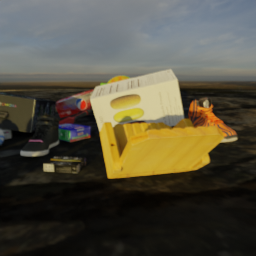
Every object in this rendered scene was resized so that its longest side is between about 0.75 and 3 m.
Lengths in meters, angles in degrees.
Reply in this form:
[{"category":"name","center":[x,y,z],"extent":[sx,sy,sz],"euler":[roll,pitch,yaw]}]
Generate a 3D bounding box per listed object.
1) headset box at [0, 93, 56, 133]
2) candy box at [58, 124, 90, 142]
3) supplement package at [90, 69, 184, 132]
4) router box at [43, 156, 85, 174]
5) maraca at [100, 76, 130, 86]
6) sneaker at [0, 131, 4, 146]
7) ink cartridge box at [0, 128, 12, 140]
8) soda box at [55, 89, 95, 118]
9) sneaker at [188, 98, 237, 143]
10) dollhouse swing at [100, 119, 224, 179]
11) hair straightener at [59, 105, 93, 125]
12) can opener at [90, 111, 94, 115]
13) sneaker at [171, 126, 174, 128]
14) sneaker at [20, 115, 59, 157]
[{"category":"headset box","center":[-4.227,-0.636,10.533],"extent":[2.239,1.193,2.572],"euler":[9,4,1]},{"category":"candy box","center":[-2.067,0.152,9.870],"extent":[1.149,0.443,0.972],"euler":[7,11,36]},{"category":"supplement package","center":[0.297,-0.735,8.849],"extent":[2.586,1.471,1.416],"euler":[-13,22,6]},{"category":"router box","center":[-1.497,0.877,6.671],"extent":[0.813,0.212,0.639],"euler":[2,11,10]},{"category":"maraca","center":[-0.872,-2.706,19.564],"extent":[2.598,1.781,1.390],"euler":[-16,-19,8]},{"category":"sneaker","center":[-4.392,0.296,7.973],"extent":[0.888,0.896,2.471],"euler":[2,10,10]},{"category":"ink cartridge box","center":[-5.320,0.231,9.661],"extent":[1.773,0.391,1.806],"euler":[9,12,37]},{"category":"soda box","center":[-2.464,-1.218,14.024],"extent":[2.453,0.859,0.778],"euler":[-11,19,31]},{"category":"sneaker","center":[2.772,-0.322,9.748],"extent":[0.964,1.392,2.484],"euler":[-6,12,-23]},{"category":"dollhouse swing","center":[0.618,0.053,5.980],"extent":[2.125,1.868,1.931],"euler":[-3,47,-14]},{"category":"hair straightener","center":[-2.182,-0.405,11.026],"extent":[1.970,0.403,0.758],"euler":[-35,14,-21]},{"category":"can opener","center":[-1.493,-0.944,14.782],"extent":[2.645,0.838,1.040],"euler":[5,-23,32]},{"category":"sneaker","center":[0.951,0.285,9.190],"extent":[1.686,0.635,0.743],"euler":[-4,-20,22]},{"category":"sneaker","center":[-2.563,0.167,8.185],"extent":[0.733,1.029,2.074],"euler":[5,12,4]}]
